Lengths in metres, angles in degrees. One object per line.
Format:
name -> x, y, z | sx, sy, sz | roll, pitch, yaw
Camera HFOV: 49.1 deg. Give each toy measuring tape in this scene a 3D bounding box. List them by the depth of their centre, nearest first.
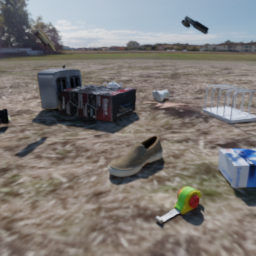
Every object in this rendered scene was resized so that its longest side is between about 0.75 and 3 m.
toy measuring tape -> 1.004, 1.425, 5.389 | 1.205, 0.443, 0.443 | -13, 22, -36

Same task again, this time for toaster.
toaster -> -3.267, -1.991, 13.588 | 1.239, 2.088, 1.888 | 6, 17, 33

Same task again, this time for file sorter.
file sorter -> 4.422, -1.114, 12.118 | 1.407, 1.262, 2.028 | -5, 18, -17

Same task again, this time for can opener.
can opener -> 2.241, -3.426, 9.431 | 0.981, 0.262, 0.328 | 22, -18, -20

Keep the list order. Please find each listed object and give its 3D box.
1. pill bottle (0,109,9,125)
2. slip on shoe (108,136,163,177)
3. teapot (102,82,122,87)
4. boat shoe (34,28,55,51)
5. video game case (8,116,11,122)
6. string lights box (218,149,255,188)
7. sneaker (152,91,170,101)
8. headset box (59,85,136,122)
pill bottle -> -5.254, -0.368, 10.504 | 1.402, 0.784, 0.784 | -6, 18, -21
slip on shoe -> 0.237, 0.705, 7.381 | 1.949, 0.590, 0.741 | -16, 24, -42
teapot -> -0.988, -2.583, 17.741 | 0.949, 0.702, 0.961 | 13, 22, 36
boat shoe -> -3.458, -3.596, 11.623 | 0.386, 1.191, 0.429 | -30, 60, 4
video game case -> -5.298, -0.333, 11.557 | 0.776, 0.098, 0.853 | -9, 18, -26
string lights box -> 3.280, 0.930, 6.669 | 1.960, 0.578, 1.007 | -1, 17, -3
sneaker -> 1.949, -1.849, 15.640 | 0.874, 0.557, 1.513 | -6, 17, -9
headset box -> -1.175, -1.184, 12.509 | 2.961, 1.143, 2.203 | 10, 20, 26
